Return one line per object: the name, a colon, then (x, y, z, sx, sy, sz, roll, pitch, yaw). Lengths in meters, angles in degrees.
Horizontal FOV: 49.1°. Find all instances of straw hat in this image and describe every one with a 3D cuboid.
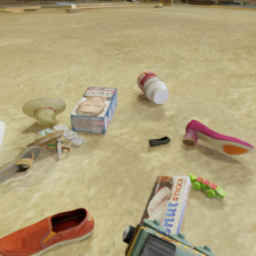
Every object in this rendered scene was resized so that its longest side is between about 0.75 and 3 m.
straw hat: (-3.521, -0.495, 11.945, 1.894, 1.894, 0.802, -10, 65, -16)

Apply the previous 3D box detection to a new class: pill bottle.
pill bottle: (1.283, -2.085, 14.493, 1.116, 1.116, 1.975, -11, 39, -18)

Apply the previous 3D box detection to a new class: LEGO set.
LEGO set: (-2.708, 0.531, 10.816, 1.368, 0.449, 1.831, 33, 27, 19)

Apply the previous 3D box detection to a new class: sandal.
sandal: (-3.643, 1.260, 9.549, 0.473, 0.703, 1.751, 30, 46, 22)

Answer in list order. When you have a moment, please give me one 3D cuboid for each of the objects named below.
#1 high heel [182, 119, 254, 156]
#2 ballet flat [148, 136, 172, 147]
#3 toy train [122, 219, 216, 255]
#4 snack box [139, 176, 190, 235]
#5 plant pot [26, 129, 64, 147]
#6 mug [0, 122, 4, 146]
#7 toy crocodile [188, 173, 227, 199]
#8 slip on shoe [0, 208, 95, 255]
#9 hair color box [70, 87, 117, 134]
high heel: (3.469, 0.284, 10.773, 2.631, 0.886, 1.262, 5, 50, 31)
ballet flat: (1.301, 0.482, 11.123, 1.071, 0.304, 0.356, -15, 26, -24)
toy train: (1.029, 2.773, 5.776, 2.479, 1.057, 1.413, 27, -7, -2)
snack box: (0.984, 2.379, 7.782, 1.050, 0.355, 2.921, -3, 29, 23)
plant pot: (-3.064, 0.460, 10.553, 1.509, 0.207, 1.509, -27, -2, -1)
mug: (-5.206, 0.359, 8.410, 2.400, 2.021, 2.737, 19, -23, -30)
toy crocodile: (2.482, 1.823, 8.859, 1.277, 0.394, 0.431, 26, 40, 35)
slip on shoe: (-2.096, 2.640, 7.171, 2.528, 0.773, 0.936, -12, 35, -16)
hair color box: (-1.462, -0.896, 12.829, 1.477, 0.894, 2.953, 4, 32, 7)
